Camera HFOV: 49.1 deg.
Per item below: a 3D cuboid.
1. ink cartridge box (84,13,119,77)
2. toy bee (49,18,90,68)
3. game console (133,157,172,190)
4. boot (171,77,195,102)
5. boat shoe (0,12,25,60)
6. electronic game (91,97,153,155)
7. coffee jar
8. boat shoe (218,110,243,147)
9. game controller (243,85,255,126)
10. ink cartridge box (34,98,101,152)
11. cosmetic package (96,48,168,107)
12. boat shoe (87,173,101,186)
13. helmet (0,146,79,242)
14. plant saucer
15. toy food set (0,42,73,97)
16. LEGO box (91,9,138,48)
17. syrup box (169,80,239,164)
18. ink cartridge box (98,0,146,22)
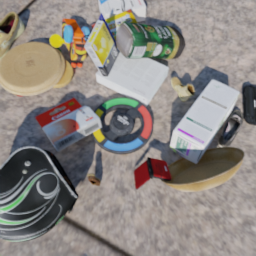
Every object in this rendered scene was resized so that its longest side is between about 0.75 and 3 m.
[{"bbox_3d":[-0.854,-3.051,10.393,0.389,1.637,1.656,12,66,27],"label":"ink cartridge box"},{"bbox_3d":[-2.245,-3.378,11.491,1.909,1.585,2.917,8,30,-11],"label":"toy bee"},{"bbox_3d":[0.759,1.504,8.941,0.986,0.679,1.145,14,22,-8],"label":"game console"},{"bbox_3d":[2.081,-1.563,10.645,0.377,0.806,1.036,-26,87,-18],"label":"boot"},{"bbox_3d":[-5.494,-3.859,11.940,1.023,0.918,2.764,17,64,9],"label":"boat shoe"},{"bbox_3d":[-0.233,-0.125,10.232,2.326,0.484,2.326,0,62,0],"label":"electronic game"},{"bbox_3d":[0.942,-3.422,11.122,2.654,1.132,1.384,-8,50,-31],"label":"coffee jar"},{"bbox_3d":[3.810,-0.044,10.177,0.585,0.499,1.750,27,66,15],"label":"boat shoe"},{"bbox_3d":[4.901,-0.867,10.758,0.921,0.372,1.765,15,63,-9],"label":"game controller"},{"bbox_3d":[-2.220,-0.352,9.965,1.765,0.546,2.177,-30,51,-19],"label":"ink cartridge box"},{"bbox_3d":[0.167,-2.118,11.206,2.346,0.606,1.769,28,64,14],"label":"cosmetic package"},{"bbox_3d":[-1.113,1.736,9.060,0.275,0.763,0.258,-10,54,15],"label":"boat shoe"},{"bbox_3d":[-3.082,1.857,8.028,2.600,2.727,2.727,-34,67,-11],"label":"helmet"},{"bbox_3d":[2.285,1.315,8.625,2.632,2.632,0.466,-22,98,-11],"label":"plant saucer"},{"bbox_3d":[-3.851,-2.416,11.322,2.799,0.681,2.771,-32,67,-15],"label":"toy food set"},{"bbox_3d":[-0.454,-4.055,11.989,1.855,0.716,1.381,-22,64,0],"label":"LEGO box"},{"bbox_3d":[2.657,-0.265,9.750,1.156,1.118,2.840,31,61,21],"label":"syrup box"},{"bbox_3d":[-0.287,-5.523,12.874,1.921,0.810,1.403,-15,63,-8],"label":"ink cartridge box"}]
